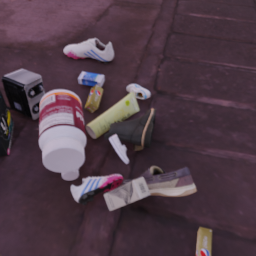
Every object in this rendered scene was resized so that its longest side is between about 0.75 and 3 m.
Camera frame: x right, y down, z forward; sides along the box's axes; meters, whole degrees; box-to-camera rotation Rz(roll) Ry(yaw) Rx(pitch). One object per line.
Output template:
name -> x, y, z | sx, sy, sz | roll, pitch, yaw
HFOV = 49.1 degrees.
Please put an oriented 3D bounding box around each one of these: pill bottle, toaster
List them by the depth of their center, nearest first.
pill bottle -> -2.202, 0.070, 9.382 | 1.496, 1.496, 2.621 | -8, 48, -8
pill bottle -> -2.083, 1.204, 9.885 | 0.674, 0.674, 1.188 | -8, 50, -8
toaster -> -4.280, -1.404, 11.610 | 1.820, 1.646, 1.080 | 21, 41, 28

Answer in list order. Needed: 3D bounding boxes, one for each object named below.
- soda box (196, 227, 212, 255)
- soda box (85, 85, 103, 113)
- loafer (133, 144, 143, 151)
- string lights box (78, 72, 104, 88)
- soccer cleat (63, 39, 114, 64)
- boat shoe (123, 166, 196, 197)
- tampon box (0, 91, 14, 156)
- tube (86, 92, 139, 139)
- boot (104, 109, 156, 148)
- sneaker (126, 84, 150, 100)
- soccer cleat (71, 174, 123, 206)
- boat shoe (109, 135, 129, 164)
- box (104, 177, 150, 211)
soda box -> 2.148, 3.464, 7.970 | 0.366, 0.387, 1.142 | 10, 48, 9
soda box -> -1.490, -1.292, 12.297 | 0.413, 0.437, 1.289 | 35, 42, -26
loafer -> 0.369, 0.528, 10.716 | 0.359, 0.405, 1.066 | 12, 37, -9
string lights box -> -1.718, -2.261, 13.085 | 1.105, 0.326, 0.568 | 11, 49, 11
soccer cleat -> -2.069, -4.182, 14.586 | 2.798, 1.208, 0.977 | 11, 48, 11
boat shoe -> 0.849, 1.600, 8.569 | 0.948, 2.637, 0.854 | 0, 83, -43
tampon box -> -5.346, -0.351, 10.105 | 1.564, 2.478, 1.857 | -7, 48, -6
tube -> -0.552, -0.494, 11.393 | 2.508, 0.728, 0.651 | -36, 76, -26
boot -> 0.174, -0.184, 10.706 | 1.662, 0.931, 2.402 | 7, 25, 8
sneaker -> 0.379, -1.610, 12.469 | 1.197, 0.458, 0.483 | 24, 35, 30
soccer cleat -> -1.005, 1.794, 9.051 | 1.814, 0.634, 0.783 | -18, 47, -38
boat shoe -> -0.227, 0.675, 8.937 | 0.328, 0.370, 1.005 | -34, 87, 1
box -> -0.058, 1.919, 8.053 | 0.471, 1.377, 0.566 | -7, 68, -48
